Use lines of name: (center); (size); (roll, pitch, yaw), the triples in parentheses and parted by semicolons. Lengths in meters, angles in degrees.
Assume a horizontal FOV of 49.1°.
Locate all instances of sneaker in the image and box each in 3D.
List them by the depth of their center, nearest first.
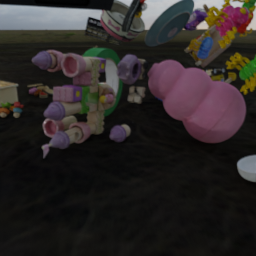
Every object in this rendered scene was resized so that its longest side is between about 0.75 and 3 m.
sneaker: (2.773, -4.427, 11.584); (0.723, 0.795, 1.798); (13, 8, -24)

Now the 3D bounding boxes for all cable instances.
cable: (0.360, -4.310, 10.096); (0.655, 1.264, 2.604); (19, 40, -6)

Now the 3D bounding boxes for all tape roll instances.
tape roll: (-0.977, -1.608, 9.993); (0.574, 2.390, 2.390); (10, 23, 26)

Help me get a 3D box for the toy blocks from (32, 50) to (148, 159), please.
toy blocks: (-1.289, -0.702, 7.427); (2.787, 2.605, 2.346); (13, 18, 25)

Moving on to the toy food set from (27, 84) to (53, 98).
toy food set: (-4.104, -1.668, 13.190); (1.030, 0.255, 1.620); (-15, 33, -33)

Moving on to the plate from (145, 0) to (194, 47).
plate: (1.193, -2.807, 7.733); (1.676, 1.676, 0.214); (-23, 73, -46)

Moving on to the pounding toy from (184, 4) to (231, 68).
pounding toy: (2.622, -3.258, 10.162); (1.637, 1.643, 2.863); (-37, 7, 34)

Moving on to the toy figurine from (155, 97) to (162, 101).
toy figurine: (1.612, -1.387, 12.371); (1.156, 0.610, 0.693); (4, 50, 13)

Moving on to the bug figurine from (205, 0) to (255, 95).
bug figurine: (2.825, -2.096, 5.944); (0.725, 2.818, 2.185); (-20, -10, -25)

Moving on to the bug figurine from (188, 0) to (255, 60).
bug figurine: (2.890, -2.953, 7.937); (2.469, 1.915, 0.635); (-35, 70, -15)

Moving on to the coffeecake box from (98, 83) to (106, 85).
coffeecake box: (-1.277, -2.013, 13.914); (0.885, 0.323, 0.680); (-9, 23, -22)

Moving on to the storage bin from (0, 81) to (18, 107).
storage bin: (-5.780, -1.354, 11.515); (1.754, 0.828, 1.767); (14, 26, 31)

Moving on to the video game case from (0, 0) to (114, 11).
video game case: (-1.737, -2.927, 5.140); (2.127, 0.300, 2.354); (-17, 57, -40)

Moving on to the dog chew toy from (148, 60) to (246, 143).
dog chew toy: (1.787, -0.831, 7.782); (2.826, 1.760, 1.760); (35, 23, -3)

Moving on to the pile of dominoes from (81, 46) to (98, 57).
pile of dominoes: (-1.823, -2.869, 11.607); (0.225, 1.103, 1.415); (41, 54, 2)

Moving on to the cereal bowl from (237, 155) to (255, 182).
cereal bowl: (2.854, 0.934, 6.116); (0.876, 0.365, 0.876); (-11, 16, 3)

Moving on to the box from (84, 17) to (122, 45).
box: (-1.008, -4.167, 12.200); (1.696, 0.416, 1.367); (12, -5, -12)

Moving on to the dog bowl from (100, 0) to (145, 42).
dog bowl: (-0.281, -4.169, 11.006); (1.860, 0.686, 1.860); (21, 45, -22)

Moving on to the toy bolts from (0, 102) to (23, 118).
toy bolts: (-4.207, -0.580, 10.265); (0.786, 0.545, 0.751); (-3, -21, 18)

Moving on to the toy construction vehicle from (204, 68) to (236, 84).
toy construction vehicle: (4.168, -2.693, 15.181); (2.646, 0.932, 2.304); (-12, 13, -35)
